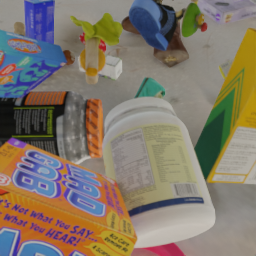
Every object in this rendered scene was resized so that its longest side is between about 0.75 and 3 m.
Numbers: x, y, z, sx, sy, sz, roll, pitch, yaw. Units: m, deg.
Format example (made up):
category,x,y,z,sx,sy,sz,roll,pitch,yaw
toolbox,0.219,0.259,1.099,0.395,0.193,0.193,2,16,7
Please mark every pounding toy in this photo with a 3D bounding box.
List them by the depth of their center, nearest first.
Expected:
category,x,y,z,sx,sy,sz,roll,pitch,yaw
pounding toy,1.711,-2.711,6.830,0.490,1.055,0.814,22,28,22

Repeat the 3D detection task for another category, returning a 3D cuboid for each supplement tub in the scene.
category,x,y,z,sx,sy,sz,roll,pitch,yaw
supplement tub,0.306,0.556,3.640,1.205,1.205,1.662,-8,57,-7
supplement tub,-2.148,0.028,6.825,2.998,1.837,1.837,0,47,0

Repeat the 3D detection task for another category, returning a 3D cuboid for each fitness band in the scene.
category,x,y,z,sx,sy,sz,roll,pitch,yaw
fitness band,0.143,3.074,4.685,2.056,0.536,2.863,2,37,3

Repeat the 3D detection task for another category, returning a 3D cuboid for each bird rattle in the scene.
category,x,y,z,sx,sy,sz,roll,pitch,yaw
bird rattle,-0.800,-1.633,5.898,0.973,1.727,1.408,4,88,-16

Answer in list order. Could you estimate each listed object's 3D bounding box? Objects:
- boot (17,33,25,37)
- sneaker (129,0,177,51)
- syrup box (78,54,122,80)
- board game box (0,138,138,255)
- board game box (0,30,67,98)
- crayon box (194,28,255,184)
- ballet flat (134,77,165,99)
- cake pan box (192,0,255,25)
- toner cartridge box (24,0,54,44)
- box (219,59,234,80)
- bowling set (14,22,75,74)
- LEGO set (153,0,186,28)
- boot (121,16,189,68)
category,x,y,z,sx,sy,sz,roll,pitch,yaw
boot,-2.731,-2.040,6.738,0.326,0.905,0.700,6,47,-35
sneaker,0.464,-1.837,4.634,0.554,1.581,0.616,24,92,15
syrup box,-0.970,-2.210,9.743,1.429,0.582,0.563,17,49,15
board game box,-0.833,0.989,2.496,1.232,1.231,1.231,25,4,-13
board game box,-2.189,-1.031,4.816,1.858,1.413,0.418,-9,72,-62
crayon box,2.391,-0.387,4.514,1.786,2.841,0.733,6,30,-20
ballet flat,0.369,-0.395,7.884,0.983,0.940,2.793,28,54,6
cake pan box,4.675,-5.843,13.079,2.549,0.667,2.347,-20,52,-17
toner cartridge box,-2.104,-2.327,6.665,0.297,1.374,0.653,27,38,18
box,2.235,-0.824,5.282,0.629,0.259,1.073,-24,73,16
bowling set,-2.926,-2.837,9.699,1.945,1.500,2.795,-15,49,-13
LEGO set,0.736,-3.261,7.241,1.316,2.026,0.574,-47,55,-5
boot,0.955,-3.361,10.732,2.477,0.854,2.658,-1,52,2
